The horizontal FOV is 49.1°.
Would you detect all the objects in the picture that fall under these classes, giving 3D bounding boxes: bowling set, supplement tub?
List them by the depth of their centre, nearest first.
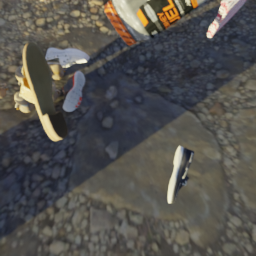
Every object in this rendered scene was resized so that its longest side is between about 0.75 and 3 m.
[{"bbox_3d":[0.730,-3.214,6.845,2.479,1.519,1.519,-31,59,18],"label":"supplement tub"},{"bbox_3d":[-3.033,-1.020,9.045,2.697,1.448,1.877,-21,80,-14],"label":"bowling set"}]

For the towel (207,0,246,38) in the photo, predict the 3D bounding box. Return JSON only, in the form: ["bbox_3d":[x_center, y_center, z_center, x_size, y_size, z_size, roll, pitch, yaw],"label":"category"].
[{"bbox_3d":[3.112,-3.654,8.379,1.501,2.051,0.307,-44,85,-2],"label":"towel"}]

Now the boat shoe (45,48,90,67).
[{"bbox_3d":[-1.788,-1.977,8.132,1.447,0.512,0.502,9,71,26],"label":"boat shoe"}]

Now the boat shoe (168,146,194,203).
[{"bbox_3d":[0.919,0.834,4.891,0.305,0.374,1.012,16,71,0],"label":"boat shoe"}]

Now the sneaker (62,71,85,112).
[{"bbox_3d":[-1.954,-1.193,9.516,0.644,0.606,1.574,-5,55,30],"label":"sneaker"}]

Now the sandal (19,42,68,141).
[{"bbox_3d":[-2.045,-0.700,6.094,0.718,0.800,2.182,-19,91,22],"label":"sandal"}]
